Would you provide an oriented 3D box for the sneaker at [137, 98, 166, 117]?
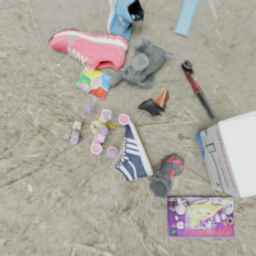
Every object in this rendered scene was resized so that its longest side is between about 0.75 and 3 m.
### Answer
[{"bbox_3d":[0.814,-0.652,9.959,0.403,1.342,0.700,-42,98,-17],"label":"sneaker"}]

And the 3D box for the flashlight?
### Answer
[{"bbox_3d":[1.298,1.541,9.026,0.771,2.277,0.774,14,109,16],"label":"flashlight"}]

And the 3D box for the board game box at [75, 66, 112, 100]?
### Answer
[{"bbox_3d":[-1.267,-1.702,10.646,1.187,0.239,0.909,23,82,3],"label":"board game box"}]

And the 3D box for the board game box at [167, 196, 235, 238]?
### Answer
[{"bbox_3d":[2.548,3.132,9.900,2.306,0.372,1.384,0,86,0],"label":"board game box"}]

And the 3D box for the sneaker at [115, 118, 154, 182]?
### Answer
[{"bbox_3d":[-0.012,0.805,10.004,1.211,0.783,2.233,-23,75,7],"label":"sneaker"}]

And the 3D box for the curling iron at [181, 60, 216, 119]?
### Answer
[{"bbox_3d":[2.592,-1.420,10.420,0.316,0.613,2.471,-25,87,1],"label":"curling iron"}]

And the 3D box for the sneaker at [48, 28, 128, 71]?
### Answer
[{"bbox_3d":[-1.511,-2.786,10.316,2.967,1.094,1.287,5,80,0],"label":"sneaker"}]

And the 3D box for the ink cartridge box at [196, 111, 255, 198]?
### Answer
[{"bbox_3d":[3.308,0.876,8.849,1.248,2.960,2.161,-15,81,1],"label":"ink cartridge box"}]

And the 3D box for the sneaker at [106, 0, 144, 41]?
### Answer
[{"bbox_3d":[-0.047,-3.821,9.763,1.164,2.589,1.015,33,73,11],"label":"sneaker"}]

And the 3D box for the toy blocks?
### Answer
[{"bbox_3d":[-0.982,0.108,9.449,1.749,1.473,1.635,18,98,-11],"label":"toy blocks"}]

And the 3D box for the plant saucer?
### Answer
[{"bbox_3d":[2.302,-4.436,10.974,0.579,0.157,1.656,17,92,2],"label":"plant saucer"}]

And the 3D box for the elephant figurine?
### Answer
[{"bbox_3d":[0.428,-2.057,10.030,1.368,1.501,1.934,35,71,-18],"label":"elephant figurine"}]

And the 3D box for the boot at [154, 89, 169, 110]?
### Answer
[{"bbox_3d":[1.213,-1.056,10.446,0.521,0.364,0.971,0,52,35],"label":"boot"}]

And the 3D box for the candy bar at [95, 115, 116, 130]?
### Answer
[{"bbox_3d":[-0.837,-0.219,10.439,0.923,0.230,0.102,33,112,4],"label":"candy bar"}]
